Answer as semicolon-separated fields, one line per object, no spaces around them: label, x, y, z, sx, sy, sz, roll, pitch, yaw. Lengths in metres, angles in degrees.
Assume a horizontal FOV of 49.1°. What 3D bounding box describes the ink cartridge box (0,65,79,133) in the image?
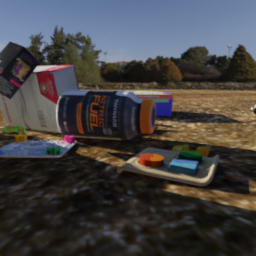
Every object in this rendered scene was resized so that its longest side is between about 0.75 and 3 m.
ink cartridge box;-3.160;-1.060;9.870;2.874;2.087;1.198;6;27;28

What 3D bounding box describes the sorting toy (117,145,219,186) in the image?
sorting toy;1.004;0.606;5.997;1.766;0.317;2.371;4;11;22

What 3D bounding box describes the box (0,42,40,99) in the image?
box;-3.590;-1.759;8.506;0.908;1.485;0.788;26;-15;36

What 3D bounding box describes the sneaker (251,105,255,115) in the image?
sneaker;6.436;-0.846;13.977;0.649;0.598;1.623;-11;-3;40

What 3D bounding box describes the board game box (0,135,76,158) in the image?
board game box;-2.357;0.435;7.141;1.737;0.225;1.737;0;8;2

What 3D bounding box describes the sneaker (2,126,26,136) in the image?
sneaker;-3.554;0.080;8.739;0.322;0.295;0.769;-13;-21;39

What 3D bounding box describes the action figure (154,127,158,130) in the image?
action figure;0.024;-0.092;9.642;1.861;0.509;1.099;-12;17;-37

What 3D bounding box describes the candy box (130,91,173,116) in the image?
candy box;0.854;-1.299;14.469;2.508;1.142;2.966;1;11;0

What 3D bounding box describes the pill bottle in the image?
pill bottle;-0.587;-0.386;8.342;2.755;1.463;1.463;2;10;15
